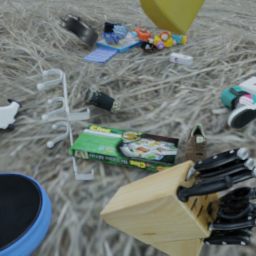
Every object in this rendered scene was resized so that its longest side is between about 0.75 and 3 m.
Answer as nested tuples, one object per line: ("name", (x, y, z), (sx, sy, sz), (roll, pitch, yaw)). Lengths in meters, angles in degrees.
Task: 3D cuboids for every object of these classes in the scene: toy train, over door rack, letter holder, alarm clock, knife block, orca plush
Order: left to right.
("orca plush", (-4.034, -0.368, 8.779), (0.645, 0.954, 1.814), (-27, 35, 15))
("over door rack", (-1.727, -0.151, 7.299), (0.891, 1.977, 2.676), (-14, 37, -20))
("alarm clock", (-2.390, -5.023, 14.485), (1.876, 0.926, 2.781), (35, 7, 0))
("letter holder", (1.067, -4.008, 14.109), (0.751, 0.378, 0.534), (31, 3, 42))
("toy train", (1.805, -5.095, 14.996), (2.965, 0.825, 2.227), (-14, 44, -25))
("knife block", (0.832, 1.176, 4.986), (2.824, 2.479, 0.904), (18, 39, 25))

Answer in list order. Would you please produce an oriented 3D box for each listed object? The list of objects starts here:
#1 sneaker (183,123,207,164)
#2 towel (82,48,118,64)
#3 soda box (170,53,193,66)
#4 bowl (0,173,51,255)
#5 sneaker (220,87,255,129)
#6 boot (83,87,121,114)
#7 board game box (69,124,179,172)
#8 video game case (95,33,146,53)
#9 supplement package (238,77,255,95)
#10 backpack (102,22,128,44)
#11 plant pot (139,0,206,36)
("sneaker", (1.803, 0.544, 7.451), (0.611, 0.656, 1.736), (4, 35, 6))
("towel", (-1.323, -3.541, 13.608), (1.177, 0.194, 1.626), (14, 38, 20))
("soda box", (2.459, -3.183, 12.989), (1.005, 0.320, 0.342), (22, 41, 27))
("bowl", (-2.802, 1.841, 5.794), (2.324, 0.456, 2.324), (-1, 36, 0))
("sneaker", (3.462, -0.739, 9.044), (2.065, 0.863, 1.247), (-21, 45, -39))
("boot", (-0.894, -0.910, 9.610), (1.186, 0.567, 1.570), (23, 4, -10))
("board game box", (-0.048, 0.521, 7.666), (2.741, 0.322, 1.436), (9, 32, 13))
("video game case", (-0.294, -4.691, 15.202), (1.770, 0.220, 2.473), (24, 42, 31))
("supplement package", (4.491, -1.339, 10.129), (1.045, 0.626, 0.634), (-27, 43, -33))
("backpack", (-0.606, -4.767, 14.197), (1.189, 0.800, 1.085), (7, -5, 6))
("plant pot", (1.941, -6.288, 13.615), (2.390, 2.321, 2.337), (21, 13, -40))
